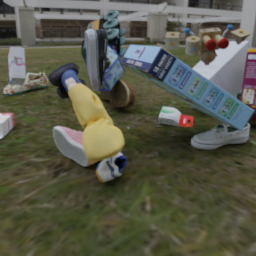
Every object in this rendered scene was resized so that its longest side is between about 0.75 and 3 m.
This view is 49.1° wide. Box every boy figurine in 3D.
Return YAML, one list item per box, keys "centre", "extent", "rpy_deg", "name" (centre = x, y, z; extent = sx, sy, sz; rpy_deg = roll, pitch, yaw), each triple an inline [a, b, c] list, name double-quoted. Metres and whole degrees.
- centre: [-0.842, -0.251, 5.871]
  extent: [0.825, 1.591, 2.559]
  rpy_deg: [-28, 53, -6]
  name: "boy figurine"

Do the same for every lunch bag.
- centre: [-0.840, -2.116, 9.701]
  extent: [0.848, 1.330, 1.131]
  rpy_deg: [4, 46, 36]
  name: "lunch bag"

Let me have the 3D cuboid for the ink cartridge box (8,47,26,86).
- centre: [-3.226, -1.773, 8.110]
  extent: [0.393, 0.930, 0.672]
  rpy_deg: [0, -10, -29]
  name: "ink cartridge box"

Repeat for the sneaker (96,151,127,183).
- centre: [-0.238, 0.675, 5.844]
  extent: [0.534, 0.456, 1.212]
  rpy_deg: [-16, 28, 20]
  name: "sneaker"

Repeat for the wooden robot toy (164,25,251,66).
- centre: [1.726, -1.714, 6.224]
  extent: [1.810, 0.821, 0.797]
  rpy_deg: [-5, 42, 0]
  name: "wooden robot toy"

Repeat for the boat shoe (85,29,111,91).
- centre: [-0.672, -1.574, 6.719]
  extent: [0.575, 1.622, 0.585]
  rpy_deg: [-13, 50, -15]
  name: "boat shoe"

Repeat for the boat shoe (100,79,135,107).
- centre: [-0.269, -1.409, 10.989]
  extent: [0.980, 1.045, 2.902]
  rpy_deg: [4, 12, -22]
  name: "boat shoe"

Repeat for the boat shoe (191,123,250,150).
- centre: [2.416, 0.136, 7.343]
  extent: [1.631, 0.545, 0.600]
  rpy_deg: [-9, 32, -17]
  name: "boat shoe"

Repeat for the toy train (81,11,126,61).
- centre: [-1.032, -3.775, 11.702]
  extent: [1.699, 1.270, 2.981]
  rpy_deg: [-14, 46, 12]
  name: "toy train"

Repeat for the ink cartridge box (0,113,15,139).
- centre: [-3.913, -0.058, 8.229]
  extent: [0.736, 0.426, 1.263]
  rpy_deg: [-2, 20, -4]
  name: "ink cartridge box"

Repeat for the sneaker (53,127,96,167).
- centre: [-1.115, 0.357, 6.806]
  extent: [0.861, 0.620, 1.647]
  rpy_deg: [-20, 34, -38]
  name: "sneaker"

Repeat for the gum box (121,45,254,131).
- centre: [1.366, -1.100, 7.116]
  extent: [2.798, 0.623, 2.377]
  rpy_deg: [27, 9, -21]
  name: "gum box"

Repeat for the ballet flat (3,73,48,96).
- centre: [-4.965, -2.205, 13.583]
  extent: [0.975, 0.824, 2.579]
  rpy_deg: [13, 24, 26]
  name: "ballet flat"

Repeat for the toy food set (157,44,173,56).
- centre: [1.013, -2.270, 9.661]
  extent: [1.306, 0.901, 0.262]
  rpy_deg: [-56, 10, -34]
  name: "toy food set"

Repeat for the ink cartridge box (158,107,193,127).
- centre: [1.580, -0.357, 9.150]
  extent: [1.076, 0.269, 0.866]
  rpy_deg: [7, 29, 13]
  name: "ink cartridge box"

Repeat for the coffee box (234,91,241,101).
- centre: [4.513, -1.451, 12.085]
  extent: [1.888, 0.415, 1.161]
  rpy_deg: [-10, 23, -25]
  name: "coffee box"

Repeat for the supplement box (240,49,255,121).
- centre: [4.176, -1.295, 8.714]
  extent: [1.163, 2.108, 0.903]
  rpy_deg: [8, -10, 23]
  name: "supplement box"

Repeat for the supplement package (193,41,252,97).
- centre: [3.340, -1.898, 10.150]
  extent: [2.322, 1.362, 1.357]
  rpy_deg: [-43, 28, -10]
  name: "supplement package"
